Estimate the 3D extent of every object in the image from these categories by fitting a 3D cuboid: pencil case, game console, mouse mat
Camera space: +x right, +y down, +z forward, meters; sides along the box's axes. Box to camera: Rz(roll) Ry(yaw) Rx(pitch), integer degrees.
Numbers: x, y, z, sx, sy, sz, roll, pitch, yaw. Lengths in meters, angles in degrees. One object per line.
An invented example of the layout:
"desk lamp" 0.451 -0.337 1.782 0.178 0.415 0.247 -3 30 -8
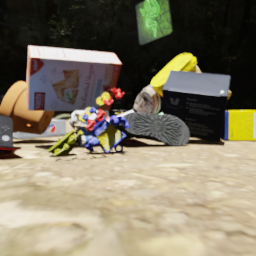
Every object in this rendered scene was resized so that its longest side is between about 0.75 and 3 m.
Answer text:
"pencil case" -2.096 -0.340 13.906 1.308 1.199 2.884 -19 8 -20
"game console" -3.571 0.011 6.568 1.853 1.597 1.100 9 -39 -33
"mouse mat" 1.210 -5.312 13.611 1.846 2.294 0.086 -12 -13 32

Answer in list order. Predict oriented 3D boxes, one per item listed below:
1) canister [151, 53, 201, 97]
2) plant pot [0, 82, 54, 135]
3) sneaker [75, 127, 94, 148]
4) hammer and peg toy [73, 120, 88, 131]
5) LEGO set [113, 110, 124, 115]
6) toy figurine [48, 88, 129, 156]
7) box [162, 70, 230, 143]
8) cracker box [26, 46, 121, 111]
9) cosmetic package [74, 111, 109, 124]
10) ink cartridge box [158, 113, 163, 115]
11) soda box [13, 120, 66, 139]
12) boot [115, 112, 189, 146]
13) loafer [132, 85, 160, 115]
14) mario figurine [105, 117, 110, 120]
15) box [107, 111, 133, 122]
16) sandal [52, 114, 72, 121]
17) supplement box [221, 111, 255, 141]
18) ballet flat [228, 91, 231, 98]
"canister" 2.368 -1.384 11.237 1.887 2.541 1.100 -44 27 -4
"plant pot" -3.339 -0.537 9.579 1.245 1.779 1.779 20 4 1
"sneaker" -1.313 0.311 8.876 0.643 0.566 1.441 1 11 -19
"hammer and peg toy" -1.573 0.112 10.067 1.102 0.388 0.810 6 -31 40
"LEGO set" 0.511 -0.683 16.165 2.845 1.649 2.188 0 3 -5
"toy figurine" -0.642 0.269 6.846 2.271 1.360 1.198 -45 23 -12
"box" 2.271 -0.733 9.530 1.998 2.032 1.193 10 46 17
"cracker box" -1.617 -1.351 8.171 2.520 1.688 0.727 -2 40 -24
"cosmetic package" -1.357 -0.537 10.508 0.885 0.544 0.882 23 54 26
"ink cartridge box" 1.260 -0.167 11.799 1.651 0.514 2.052 -21 7 -1
"soda box" -3.744 0.034 11.743 0.774 0.719 2.268 3 4 40
"boot" 0.472 0.144 9.664 2.275 0.906 2.760 16 -13 -16
"loafer" 0.664 -0.820 12.586 0.933 1.067 2.969 -33 -13 -18
"mario figurine" -1.454 -0.454 18.381 1.137 0.976 1.841 -2 2 -11
"box" -0.334 -0.189 11.761 1.402 0.678 1.237 -21 7 0
"sandal" -3.589 -0.084 13.549 1.947 0.556 0.773 -29 -7 -19
"supplement box" 4.565 -0.090 10.443 2.029 1.105 1.111 1 3 11
"ballet flat" 3.360 -0.966 10.157 0.324 0.945 0.298 34 41 -9
